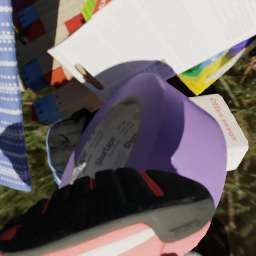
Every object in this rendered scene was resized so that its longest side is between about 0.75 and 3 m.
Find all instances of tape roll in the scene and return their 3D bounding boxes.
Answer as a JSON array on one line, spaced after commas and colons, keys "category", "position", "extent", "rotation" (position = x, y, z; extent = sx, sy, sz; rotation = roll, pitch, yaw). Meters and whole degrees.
[{"category": "tape roll", "position": [0.035, 0.524, 3.691], "extent": [0.993, 2.336, 2.336], "rotation": [32, 46, -23]}]

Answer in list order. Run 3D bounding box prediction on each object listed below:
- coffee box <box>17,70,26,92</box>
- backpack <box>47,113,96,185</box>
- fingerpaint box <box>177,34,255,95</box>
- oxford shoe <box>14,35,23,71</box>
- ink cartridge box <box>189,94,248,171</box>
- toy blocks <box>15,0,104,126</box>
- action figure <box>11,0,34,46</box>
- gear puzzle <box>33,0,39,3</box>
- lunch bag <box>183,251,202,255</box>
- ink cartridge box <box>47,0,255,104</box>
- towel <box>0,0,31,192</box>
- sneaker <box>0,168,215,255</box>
[{"category": "coffee box", "position": [-3.959, -1.642, 8.472], "extent": [1.730, 0.690, 0.990], "rotation": [-2, 50, -2]}, {"category": "backpack", "position": [-0.799, 0.588, 6.169], "extent": [1.798, 1.321, 1.645], "rotation": [-6, 55, -9]}, {"category": "fingerpaint box", "position": [2.143, -2.197, 5.572], "extent": [2.844, 2.373, 1.043], "rotation": [-41, 75, 4]}, {"category": "oxford shoe", "position": [-2.982, -1.418, 5.967], "extent": [1.066, 0.819, 2.836], "rotation": [-8, 26, 16]}, {"category": "ink cartridge box", "position": [1.264, 0.236, 6.676], "extent": [2.404, 1.014, 1.740], "rotation": [-9, 51, -7]}, {"category": "toy blocks", "position": [-1.144, -1.353, 5.237], "extent": [1.997, 1.460, 2.921], "rotation": [-27, 73, 5]}, {"category": "action figure", "position": [-2.167, -2.095, 5.873], "extent": [1.095, 1.470, 0.985], "rotation": [-3, 22, 34]}, {"category": "gear puzzle", "position": [-1.843, -3.875, 6.421], "extent": [0.379, 2.895, 1.499], "rotation": [30, 47, -3]}, {"category": "lunch bag", "position": [1.315, 2.807, 4.899], "extent": [1.168, 0.450, 0.937], "rotation": [22, 56, 18]}, {"category": "ink cartridge box", "position": [0.312, -1.369, 3.853], "extent": [2.580, 1.406, 0.650], "rotation": [-24, 41, 29]}, {"category": "towel", "position": [-2.241, -0.599, 4.010], "extent": [2.044, 2.823, 0.337], "rotation": [11, 21, 26]}, {"category": "sneaker", "position": [-0.573, 1.174, 1.897], "extent": [2.626, 1.139, 0.968], "rotation": [-26, 10, 1]}]
